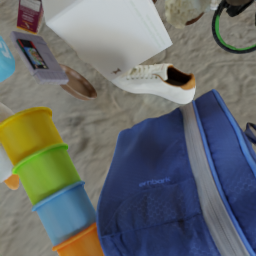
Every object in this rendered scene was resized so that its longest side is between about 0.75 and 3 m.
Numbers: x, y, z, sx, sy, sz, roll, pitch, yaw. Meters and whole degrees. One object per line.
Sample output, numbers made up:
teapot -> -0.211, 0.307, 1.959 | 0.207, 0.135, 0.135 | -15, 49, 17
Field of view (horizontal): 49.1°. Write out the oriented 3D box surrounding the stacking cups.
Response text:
stacking cups -> -0.637, 0.953, 3.201 | 0.750, 0.750, 2.478 | -29, 80, -17

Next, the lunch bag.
lunch bag -> 0.830, 0.644, 3.006 | 1.541, 1.583, 2.330 | -23, 23, 17

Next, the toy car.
toy car -> -2.366, -0.148, 3.802 | 2.550, 2.766, 2.447 | -33, 54, -1

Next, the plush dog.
plush dog -> 1.038, -3.784, 6.011 | 2.675, 2.146, 2.297 | -53, 29, 5

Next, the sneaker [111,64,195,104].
sneaker -> 0.633, -1.442, 7.469 | 2.409, 1.020, 0.877 | 14, 61, 10

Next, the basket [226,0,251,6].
basket -> 1.836, -2.595, 4.670 | 0.833, 0.924, 0.629 | 17, 71, 37

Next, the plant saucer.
plant saucer -> -1.410, -1.153, 7.321 | 0.229, 1.331, 1.331 | -48, 62, 19

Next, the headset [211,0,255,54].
headset -> 2.684, -2.693, 6.027 | 1.359, 2.201, 1.034 | 30, 25, 17

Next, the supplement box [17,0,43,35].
supplement box -> -1.931, -2.467, 5.640 | 0.424, 0.991, 0.547 | 16, 60, -18

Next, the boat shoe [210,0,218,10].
boat shoe -> 2.851, -4.549, 9.784 | 0.360, 0.355, 1.016 | -13, 59, -8

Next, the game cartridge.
game cartridge -> -1.773, -1.397, 5.615 | 0.233, 0.786, 1.212 | -39, 78, 25

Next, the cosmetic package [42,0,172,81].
cosmetic package -> -0.506, -2.272, 4.151 | 1.157, 1.467, 2.726 | -28, 62, 17
